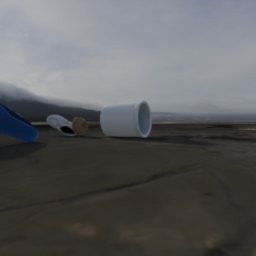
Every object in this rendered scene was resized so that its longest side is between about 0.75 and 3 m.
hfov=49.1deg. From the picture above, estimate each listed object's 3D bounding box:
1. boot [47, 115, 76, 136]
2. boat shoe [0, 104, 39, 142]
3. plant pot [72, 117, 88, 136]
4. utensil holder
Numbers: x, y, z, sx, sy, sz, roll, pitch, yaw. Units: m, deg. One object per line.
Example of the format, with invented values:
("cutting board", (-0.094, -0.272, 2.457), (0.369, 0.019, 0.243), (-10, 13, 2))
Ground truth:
("boot", (-3.504, -0.127, 14.835), (1.952, 0.718, 0.933), (19, 8, 3))
("boat shoe", (-4.822, -0.267, 10.800), (2.764, 1.163, 0.949), (42, -4, -29))
("plant pot", (-2.384, -0.109, 14.361), (0.443, 0.960, 0.960), (-9, -3, 37))
("utensil holder", (-0.108, -0.402, 13.947), (2.080, 1.767, 1.767), (-1, 2, 26))
